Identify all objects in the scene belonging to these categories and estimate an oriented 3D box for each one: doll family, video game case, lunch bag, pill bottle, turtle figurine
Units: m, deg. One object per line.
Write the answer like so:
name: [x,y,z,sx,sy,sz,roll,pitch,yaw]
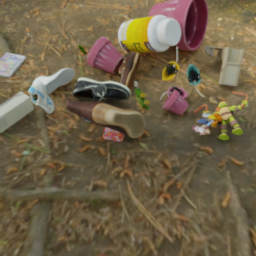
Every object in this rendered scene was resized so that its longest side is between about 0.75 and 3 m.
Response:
doll family: [3.130,-0.245,10.805,1.331,0.600,0.826,-32,33,-32]
video game case: [-5.955,-3.120,13.846,1.123,0.141,1.568,13,51,10]
lunch bag: [-0.540,0.164,11.025,0.820,0.336,0.722,8,47,4]
pill bottle: [0.992,-4.410,13.299,2.934,1.603,1.603,13,46,47]
turtle figurine: [3.814,-0.394,11.189,2.179,0.702,1.757,-16,54,22]

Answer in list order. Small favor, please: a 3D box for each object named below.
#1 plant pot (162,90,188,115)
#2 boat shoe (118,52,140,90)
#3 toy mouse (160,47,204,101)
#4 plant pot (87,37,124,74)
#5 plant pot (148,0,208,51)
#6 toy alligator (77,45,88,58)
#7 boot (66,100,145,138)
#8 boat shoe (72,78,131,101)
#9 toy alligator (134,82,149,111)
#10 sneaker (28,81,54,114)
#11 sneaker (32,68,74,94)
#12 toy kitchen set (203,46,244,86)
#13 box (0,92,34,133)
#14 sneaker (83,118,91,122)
plant pot: [2.009,-0.983,11.625,0.808,0.902,0.902,34,55,-2]
boat shoe: [-0.055,-2.555,12.886,0.790,0.791,2.246,9,60,14]
toy mouse: [2.384,-1.927,12.052,2.044,2.300,0.445,31,17,2]
plant pot: [-0.992,-3.301,13.253,1.327,1.483,1.483,35,57,5]
plant pot: [2.443,-5.407,14.357,2.395,2.675,2.675,17,51,33]
toy alligator: [-2.177,-3.755,13.617,0.281,0.847,0.203,-8,51,23]
boot: [-0.751,-0.437,10.530,2.205,2.651,0.959,17,87,33]
boat shoe: [-1.140,-1.470,11.991,2.588,0.929,0.875,10,52,18]
toy alligator: [0.466,-1.262,11.414,0.316,0.435,1.313,-22,80,-34]
sneaker: [-3.495,-1.110,11.225,0.613,1.603,0.647,20,57,26]
sneaker: [-3.430,-2.234,12.683,1.107,0.706,1.916,17,42,33]
toy kitchen set: [4.310,-2.961,13.375,1.532,1.694,1.878,8,11,3]
box: [-4.810,-0.626,11.397,0.625,0.752,1.829,30,55,25]
sneaker: [-1.278,-0.570,11.462,1.152,0.432,0.499,-8,71,-14]
